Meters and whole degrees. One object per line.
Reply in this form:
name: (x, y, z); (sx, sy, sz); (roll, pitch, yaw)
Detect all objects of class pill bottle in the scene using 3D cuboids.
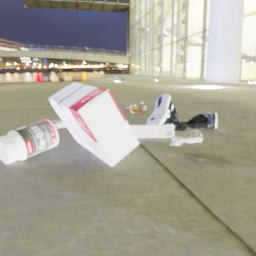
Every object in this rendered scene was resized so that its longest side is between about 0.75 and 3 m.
pill bottle: (-2.944, 0.402, 8.218); (0.909, 0.909, 1.595); (11, 26, 40)

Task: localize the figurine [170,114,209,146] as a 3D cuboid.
figurine: (1.980, 0.138, 9.408); (1.142, 1.170, 0.504); (-11, 47, -18)

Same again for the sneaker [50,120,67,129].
sneaker: (-2.851, -0.166, 12.018); (1.176, 0.419, 0.661); (-5, 8, 19)

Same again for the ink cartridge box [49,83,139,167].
ink cartridge box: (-1.111, -0.234, 8.393); (1.089, 1.929, 2.628); (-39, 29, -17)

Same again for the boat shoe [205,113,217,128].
boat shoe: (3.675, -0.343, 12.539); (0.544, 0.682, 1.804); (4, 1, 13)

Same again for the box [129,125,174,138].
box: (0.495, 0.130, 10.304); (2.406, 0.499, 0.466); (-1, 0, 3)

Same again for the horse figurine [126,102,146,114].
horse figurine: (0.466, -1.140, 16.365); (1.154, 0.435, 1.741); (-12, 19, -2)

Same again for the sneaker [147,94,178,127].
sneaker: (1.611, -0.294, 11.882); (0.845, 1.293, 2.312); (-14, 36, 37)
